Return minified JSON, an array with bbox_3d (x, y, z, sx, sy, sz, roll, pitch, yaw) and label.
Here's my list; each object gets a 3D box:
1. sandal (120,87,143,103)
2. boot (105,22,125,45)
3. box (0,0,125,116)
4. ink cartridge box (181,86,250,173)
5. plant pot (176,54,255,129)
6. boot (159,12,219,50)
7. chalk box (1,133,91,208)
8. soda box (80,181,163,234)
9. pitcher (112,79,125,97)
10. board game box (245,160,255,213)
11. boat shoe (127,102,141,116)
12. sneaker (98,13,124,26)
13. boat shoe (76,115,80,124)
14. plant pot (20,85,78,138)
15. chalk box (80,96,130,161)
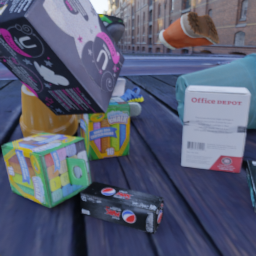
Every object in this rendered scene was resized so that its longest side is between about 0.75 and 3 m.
[{"bbox_3d":[0.005,-1.592,13.935,1.680,0.731,0.668,-16,26,-34],"label":"sandal"},{"bbox_3d":[-0.478,-2.021,7.789,0.591,1.115,1.694,-1,-21,-25],"label":"boot"},{"bbox_3d":[-1.504,-1.814,6.315,1.629,2.839,1.876,1,58,28],"label":"box"},{"bbox_3d":[2.209,-0.012,7.248,1.509,2.055,0.852,6,20,16],"label":"ink cartridge box"},{"bbox_3d":[3.209,-1.041,9.795,2.651,2.706,2.706,-9,20,-4],"label":"plant pot"},{"bbox_3d":[1.862,-2.756,8.292,1.178,0.824,2.196,-19,-8,43],"label":"boot"},{"bbox_3d":[-1.583,0.840,5.902,1.844,1.147,1.142,5,18,39],"label":"chalk box"},{"bbox_3d":[-0.130,1.482,5.331,1.533,0.486,0.543,9,20,22],"label":"soda box"},{"bbox_3d":[-1.937,-2.045,13.746,2.975,1.803,2.552,17,22,14],"label":"pitcher"},{"bbox_3d":[3.999,1.358,5.860,2.712,0.382,1.834,6,20,16],"label":"board game box"},{"bbox_3d":[-0.385,-0.766,11.551,1.946,0.726,0.606,1,7,14],"label":"boat shoe"},{"bbox_3d":[-0.812,-4.022,11.013,0.727,0.793,1.862,-7,28,-35],"label":"sneaker"},{"bbox_3d":[-2.062,-0.897,11.571,1.023,0.917,2.763,-3,19,-8],"label":"boat shoe"},{"bbox_3d":[-2.605,-0.649,8.906,1.823,1.669,1.823,0,40,0],"label":"plant pot"},{"bbox_3d":[-0.697,-0.250,8.084,1.217,1.963,1.225,-7,20,-19],"label":"chalk box"}]
